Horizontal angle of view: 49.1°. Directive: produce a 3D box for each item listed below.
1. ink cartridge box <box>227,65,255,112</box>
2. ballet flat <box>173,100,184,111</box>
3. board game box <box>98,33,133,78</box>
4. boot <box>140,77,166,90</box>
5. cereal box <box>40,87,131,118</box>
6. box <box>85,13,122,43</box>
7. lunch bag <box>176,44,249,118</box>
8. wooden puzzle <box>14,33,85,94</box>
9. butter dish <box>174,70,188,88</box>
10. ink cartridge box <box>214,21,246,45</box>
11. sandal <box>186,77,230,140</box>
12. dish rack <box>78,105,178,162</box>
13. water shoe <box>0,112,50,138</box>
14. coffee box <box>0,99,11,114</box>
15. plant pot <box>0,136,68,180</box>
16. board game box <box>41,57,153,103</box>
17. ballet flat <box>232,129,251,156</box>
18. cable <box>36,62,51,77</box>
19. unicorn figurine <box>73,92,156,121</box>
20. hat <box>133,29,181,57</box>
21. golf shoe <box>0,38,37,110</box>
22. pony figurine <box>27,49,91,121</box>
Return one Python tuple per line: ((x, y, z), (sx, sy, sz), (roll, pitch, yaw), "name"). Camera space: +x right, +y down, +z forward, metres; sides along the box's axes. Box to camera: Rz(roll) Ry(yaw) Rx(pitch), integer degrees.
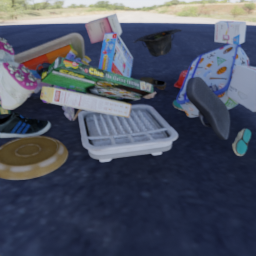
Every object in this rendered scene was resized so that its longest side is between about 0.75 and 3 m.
((4.000, -0.952, 7.283), (2.164, 0.896, 1.577), (4, 23, -12), "ink cartridge box")
((2.280, -0.771, 9.992), (1.336, 0.427, 0.505), (2, 64, 17), "ballet flat")
((-0.346, -1.742, 8.117), (0.397, 1.391, 1.420), (3, -15, 20), "board game box")
((1.093, -2.008, 12.123), (1.168, 0.436, 0.566), (16, -7, -1), "boot")
((-1.170, -0.696, 7.524), (2.094, 0.414, 1.507), (9, 4, -27), "cereal box")
((-0.698, -2.860, 8.060), (0.880, 0.563, 0.480), (-11, 30, 15), "box")
((2.729, -1.545, 9.255), (2.121, 1.000, 2.646), (-11, 41, 45), "lunch bag")
((-3.015, -2.234, 10.655), (2.904, 0.541, 2.687), (-22, -15, -13), "wooden puzzle")
((2.816, -2.288, 12.591), (1.266, 0.936, 1.262), (10, 28, 20), "butter dish")
((2.832, -2.671, 7.827), (0.327, 0.559, 0.774), (-30, 37, -32), "ink cartridge box")
((1.922, -0.465, 6.758), (0.438, 2.045, 0.778), (-5, 50, 45), "sandal")
((-0.132, 0.104, 7.861), (2.395, 0.608, 2.791), (-7, 25, -11), "dish rack")
((-3.182, -0.113, 8.223), (1.710, 0.675, 0.611), (-7, 34, -12), "water shoe")
((-4.727, -1.038, 9.923), (1.144, 0.409, 1.861), (-3, 31, -16), "coffee box")
((-2.531, 0.655, 7.144), (1.933, 0.266, 1.933), (1, 25, 0), "plant pot")
((-0.753, -1.114, 7.022), (2.512, 0.295, 1.316), (11, -10, -32), "board game box")
((2.920, 0.420, 7.312), (1.087, 0.367, 0.339), (-42, 4, -41), "ballet flat")
((-1.641, -1.539, 8.335), (1.585, 0.493, 1.942), (7, -2, 19), "cable")
((-0.497, -1.190, 9.692), (2.683, 0.991, 1.843), (-12, 11, 15), "unicorn figurine")
((1.000, -2.762, 9.283), (1.759, 0.710, 1.759), (-11, 22, 5), "hat")
((-3.812, -1.721, 8.168), (2.830, 1.295, 1.066), (50, 25, 23), "golf shoe")
((-2.324, -1.519, 9.728), (1.972, 2.368, 2.286), (37, 14, -16), "pony figurine")
